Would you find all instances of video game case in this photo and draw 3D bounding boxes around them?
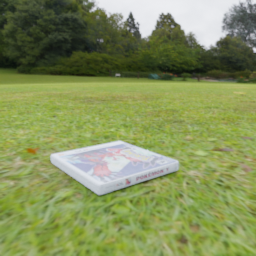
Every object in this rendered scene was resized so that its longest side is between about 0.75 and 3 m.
[{"bbox_3d":[-0.468,0.983,8.085,2.600,0.328,2.853,-10,16,-36],"label":"video game case"}]
